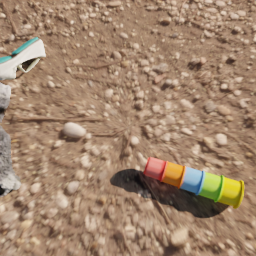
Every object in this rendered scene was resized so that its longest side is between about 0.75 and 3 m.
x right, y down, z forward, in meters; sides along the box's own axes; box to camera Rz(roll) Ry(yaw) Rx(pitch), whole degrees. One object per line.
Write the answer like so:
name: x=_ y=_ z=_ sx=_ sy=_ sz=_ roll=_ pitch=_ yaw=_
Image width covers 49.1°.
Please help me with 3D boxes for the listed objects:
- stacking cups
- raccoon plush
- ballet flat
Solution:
stacking cups: x=1.561 y=1.341 z=6.952 sx=2.380 sy=0.720 sz=0.720 roll=14 pitch=61 yaw=7
raccoon plush: x=-2.948 y=0.498 z=6.653 sx=1.276 sy=1.767 sz=2.638 roll=25 pitch=78 yaw=12
ballet flat: x=-3.506 y=-1.960 z=8.648 sx=0.826 sy=0.826 sz=2.379 roll=36 pitch=59 yaw=18
